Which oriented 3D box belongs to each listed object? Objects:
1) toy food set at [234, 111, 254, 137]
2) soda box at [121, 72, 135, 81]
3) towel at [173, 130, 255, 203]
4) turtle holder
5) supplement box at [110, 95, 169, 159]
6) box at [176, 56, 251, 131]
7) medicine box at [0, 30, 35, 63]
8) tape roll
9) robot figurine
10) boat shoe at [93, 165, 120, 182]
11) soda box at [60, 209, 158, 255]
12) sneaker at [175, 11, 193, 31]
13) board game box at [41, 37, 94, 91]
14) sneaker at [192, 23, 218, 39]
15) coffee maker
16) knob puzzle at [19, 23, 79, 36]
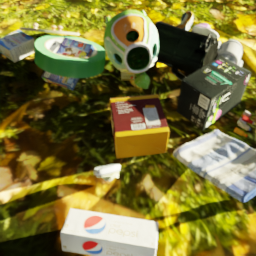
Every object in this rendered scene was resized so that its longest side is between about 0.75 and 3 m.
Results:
[{"bbox_3d":[4.103,-0.176,9.739,0.451,0.478,1.002,31,54,10],"label":"toy food set"},{"bbox_3d":[-0.016,-2.739,11.938,0.569,0.532,1.672,0,49,0],"label":"soda box"},{"bbox_3d":[2.887,0.937,8.157,2.032,0.329,2.766,-22,31,-23],"label":"towel"},{"bbox_3d":[0.096,-2.692,10.013,1.985,2.613,1.855,2,44,-19],"label":"turtle holder"},{"bbox_3d":[0.304,-0.073,9.194,1.653,1.113,1.676,-6,49,-5],"label":"supplement box"},{"bbox_3d":[2.986,-1.244,9.910,2.132,1.584,1.325,-32,56,-25],"label":"box"},{"bbox_3d":[-5.066,-3.730,12.721,1.175,0.664,1.290,33,56,26],"label":"medicine box"},{"bbox_3d":[-2.359,-2.983,11.502,2.860,0.687,2.860,9,35,-6],"label":"tape roll"},{"bbox_3d":[4.272,-3.083,11.924,1.487,0.990,1.754,40,53,-10],"label":"robot figurine"},{"bbox_3d":[-0.525,1.266,7.762,0.499,1.387,0.430,-6,85,20],"label":"boat shoe"},{"bbox_3d":[-0.445,2.680,6.917,2.301,0.732,0.784,6,32,6],"label":"soda box"},{"bbox_3d":[2.625,-4.709,13.427,0.627,0.734,1.666,36,91,24],"label":"sneaker"},{"bbox_3d":[-2.447,-2.658,11.465,1.394,0.355,2.059,21,75,17],"label":"board game box"},{"bbox_3d":[3.959,-4.799,13.777,0.823,0.523,1.443,-34,57,-30],"label":"sneaker"},{"bbox_3d":[2.085,-3.227,11.071,2.586,2.484,1.742,26,66,23],"label":"coffee maker"},{"bbox_3d":[-3.313,-4.492,12.786,2.611,0.362,2.611,6,17,-2],"label":"knob puzzle"}]
